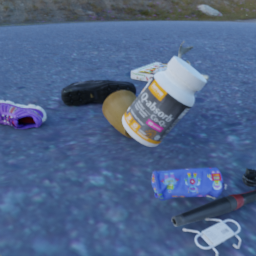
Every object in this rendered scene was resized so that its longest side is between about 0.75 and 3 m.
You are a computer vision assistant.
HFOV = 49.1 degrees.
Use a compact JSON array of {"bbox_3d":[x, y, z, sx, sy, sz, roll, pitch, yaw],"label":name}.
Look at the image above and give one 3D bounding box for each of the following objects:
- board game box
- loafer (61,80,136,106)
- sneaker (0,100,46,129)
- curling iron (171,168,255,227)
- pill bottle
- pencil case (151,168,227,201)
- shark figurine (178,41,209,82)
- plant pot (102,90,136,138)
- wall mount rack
[{"bbox_3d":[1.521,-2.975,14.930,1.593,0.437,2.523,17,31,33],"label":"board game box"},{"bbox_3d":[-1.187,-1.514,11.253,2.989,1.015,1.049,-5,35,-3],"label":"loafer"},{"bbox_3d":[-3.800,-0.372,9.209,2.073,0.836,0.865,1,32,1],"label":"sneaker"},{"bbox_3d":[2.042,1.481,5.833,2.877,0.368,0.713,-15,35,-30],"label":"curling iron"},{"bbox_3d":[0.906,-0.655,7.240,1.264,2.172,1.264,30,25,-16],"label":"pill bottle"},{"bbox_3d":[1.227,1.177,5.817,1.470,0.638,0.574,-3,-19,1],"label":"pencil case"},{"bbox_3d":[2.097,-1.871,9.683,0.931,1.332,2.230,16,41,-29],"label":"shark figurine"},{"bbox_3d":[-0.050,-0.318,8.839,1.236,1.236,1.326,-9,41,-18],"label":"plant pot"},{"bbox_3d":[1.493,1.906,5.041,0.968,0.361,0.841,-14,33,-26],"label":"wall mount rack"}]
